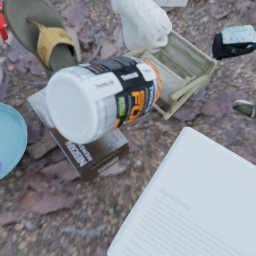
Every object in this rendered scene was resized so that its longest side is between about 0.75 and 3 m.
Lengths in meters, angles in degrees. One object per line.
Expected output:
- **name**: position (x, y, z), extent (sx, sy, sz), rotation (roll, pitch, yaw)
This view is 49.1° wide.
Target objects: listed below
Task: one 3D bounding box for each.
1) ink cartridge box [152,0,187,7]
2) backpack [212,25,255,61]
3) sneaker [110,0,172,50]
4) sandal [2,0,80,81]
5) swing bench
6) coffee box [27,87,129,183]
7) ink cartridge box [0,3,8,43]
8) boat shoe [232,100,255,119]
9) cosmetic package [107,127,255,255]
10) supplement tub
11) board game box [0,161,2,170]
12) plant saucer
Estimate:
- **ink cartridge box**: position (1.101, -5.247, 10.290), extent (2.259, 1.323, 0.760), rotation (4, 67, 2)
- **backpack**: position (2.687, -2.149, 7.031), extent (1.034, 0.863, 0.655), rotation (-6, 83, 8)
- **sneaker**: position (0.366, -2.849, 6.697), extent (1.328, 2.667, 0.998), rotation (8, 74, 16)
- **sandal**: position (-1.632, -1.659, 6.129), extent (1.085, 2.655, 0.725), rotation (-36, 41, -18)
- **swing bench**: position (1.232, -1.793, 8.881), extent (2.095, 1.359, 2.084), rotation (-40, 72, -21)
- **coffee box**: position (-1.432, -0.033, 8.216), extent (1.602, 1.117, 2.802), rotation (-34, 71, -13)
- **ink cartridge box**: position (-3.606, -2.361, 6.695), extent (1.630, 0.548, 0.947), rotation (-41, 85, -22)
- **boat shoe**: position (2.196, -0.267, 4.831), extent (0.805, 0.295, 0.261), rotation (17, 33, 33)
- **cosmetic package**: position (1.234, 1.665, 5.290), extent (2.073, 2.086, 2.492), rotation (32, 85, 11)
- **supplement tub**: position (-0.413, -0.784, 6.497), extent (1.592, 1.592, 2.598), rotation (44, 42, 16)
- **board game box**: position (-3.516, 0.369, 6.197), extent (1.026, 1.526, 0.342), rotation (-7, 29, -12)
- **plant saucer**: position (-4.407, 0.507, 8.192), extent (2.954, 0.405, 2.954), rotation (1, 59, -1)
